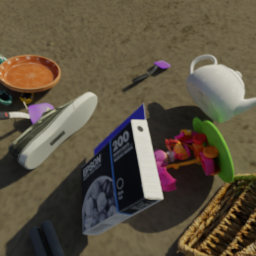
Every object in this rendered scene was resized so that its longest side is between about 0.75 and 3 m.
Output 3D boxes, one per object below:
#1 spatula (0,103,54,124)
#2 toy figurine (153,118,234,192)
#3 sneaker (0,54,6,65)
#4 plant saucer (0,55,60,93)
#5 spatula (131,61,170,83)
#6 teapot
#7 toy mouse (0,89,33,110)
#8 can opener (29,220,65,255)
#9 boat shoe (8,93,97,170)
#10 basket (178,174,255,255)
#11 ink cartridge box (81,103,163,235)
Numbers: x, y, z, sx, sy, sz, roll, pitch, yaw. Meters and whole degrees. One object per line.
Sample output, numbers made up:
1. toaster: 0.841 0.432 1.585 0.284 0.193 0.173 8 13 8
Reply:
1. spatula: -3.309 -0.358 8.197 2.490 0.256 0.704 -7 71 -43
2. toy figurine: 1.290 0.791 7.484 2.080 1.697 2.260 -19 34 -2
3. sneaker: -5.187 -2.186 9.958 1.786 0.693 0.815 -17 41 -16
4. plant saucer: -3.351 -1.829 9.582 2.007 0.324 2.007 6 45 -6
5. spatula: 0.799 -1.987 9.917 1.752 0.180 0.495 -35 55 -25
6. teapot: 2.704 -1.198 8.297 1.394 1.884 1.909 -40 104 2
7. toy mouse: -3.852 -1.165 9.294 1.454 0.317 1.636 5 50 -4
8. can opener: -1.603 3.112 6.123 0.628 0.787 2.355 -25 59 -16
9. boat shoe: -2.159 -0.152 8.212 0.947 1.052 2.974 36 64 20
10. basket: 2.688 2.143 6.087 2.727 1.946 2.031 -39 65 -24
11. ink cartridge box: -0.346 0.942 6.568 0.529 2.416 2.439 18 47 -31
